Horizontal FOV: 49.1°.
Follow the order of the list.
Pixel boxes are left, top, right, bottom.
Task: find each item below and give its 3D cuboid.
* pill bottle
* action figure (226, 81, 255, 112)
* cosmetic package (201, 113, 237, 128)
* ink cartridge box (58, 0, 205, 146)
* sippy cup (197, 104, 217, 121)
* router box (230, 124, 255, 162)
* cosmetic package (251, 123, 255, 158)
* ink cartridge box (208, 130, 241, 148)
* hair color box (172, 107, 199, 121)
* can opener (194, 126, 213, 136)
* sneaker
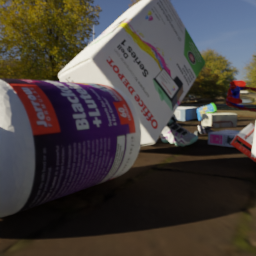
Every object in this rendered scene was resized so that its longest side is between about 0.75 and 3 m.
[{"bbox_3d":[-1.083,0.157,3.152,1.390,1.390,2.495,5,8,37],"label":"pill bottle"},{"bbox_3d":[2.834,-0.741,6.792,0.904,0.596,1.826,12,6,15],"label":"action figure"},{"bbox_3d":[3.616,-0.298,11.135,1.240,0.541,0.641,-3,6,-19],"label":"cosmetic package"},{"bbox_3d":[0.259,-1.269,6.069,1.200,2.070,2.858,-11,35,48],"label":"ink cartridge box"},{"bbox_3d":[3.845,-0.700,13.776,0.840,0.900,1.146,-10,-33,4],"label":"sippy cup"},{"bbox_3d":[2.249,0.315,4.752,0.778,0.212,0.867,40,34,23],"label":"router box"},{"bbox_3d":[2.326,0.133,4.210,1.298,0.536,0.329,-4,10,-40],"label":"cosmetic package"},{"bbox_3d":[2.939,0.293,6.674,1.755,0.368,1.047,3,6,43],"label":"ink cartridge box"},{"bbox_3d":[2.888,-0.751,14.759,1.043,0.639,2.108,4,8,32],"label":"hair color box"},{"bbox_3d":[2.384,0.074,8.862,0.348,0.276,1.048,-23,-12,36],"label":"can opener"},{"bbox_3d":[1.143,-0.004,6.954,0.458,0.823,1.177,-33,21,-32],"label":"sneaker"}]
